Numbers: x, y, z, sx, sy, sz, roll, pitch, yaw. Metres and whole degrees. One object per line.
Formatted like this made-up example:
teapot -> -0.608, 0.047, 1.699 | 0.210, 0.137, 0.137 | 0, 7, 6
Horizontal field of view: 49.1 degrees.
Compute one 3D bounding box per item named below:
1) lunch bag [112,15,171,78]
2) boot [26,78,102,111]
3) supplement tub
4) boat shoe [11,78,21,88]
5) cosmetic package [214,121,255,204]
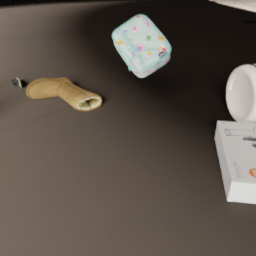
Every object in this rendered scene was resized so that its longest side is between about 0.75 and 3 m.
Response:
lunch bag -> 0.321, -2.032, 7.058 | 1.147, 0.551, 1.431 | -33, 78, -6
boot -> -2.419, -1.223, 10.405 | 1.986, 0.750, 2.268 | -23, 40, -33
supplement tub -> 4.833, -1.167, 9.162 | 2.657, 1.918, 1.918 | -7, 32, -10
boat shoe -> -4.743, -1.887, 11.835 | 0.311, 0.350, 0.937 | -17, 34, -24
cosmetic package -> 3.424, 0.803, 7.194 | 2.022, 0.693, 2.682 | 2, 32, 8
